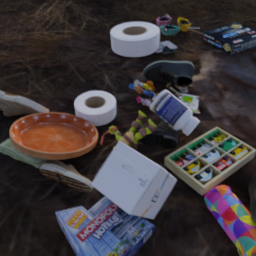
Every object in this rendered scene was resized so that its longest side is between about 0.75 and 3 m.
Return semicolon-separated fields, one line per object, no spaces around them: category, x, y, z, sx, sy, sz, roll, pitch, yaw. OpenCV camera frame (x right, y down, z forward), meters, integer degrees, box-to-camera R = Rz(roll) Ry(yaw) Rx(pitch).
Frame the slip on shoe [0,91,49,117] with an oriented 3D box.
slip on shoe;-4.134;-0.764;10.067;2.681;1.019;0.812;19;83;9

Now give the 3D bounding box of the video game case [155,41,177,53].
video game case;1.798;-4.218;14.573;1.201;0.108;0.860;-18;44;-19

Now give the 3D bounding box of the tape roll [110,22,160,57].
tape roll;0.360;-4.553;14.288;2.503;0.875;2.503;-2;40;2

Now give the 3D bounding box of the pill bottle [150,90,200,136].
pill bottle;1.496;-0.447;8.874;1.484;0.824;0.824;41;53;13

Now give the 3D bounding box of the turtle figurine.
turtle figurine;0.114;0.379;8.549;1.667;0.666;2.067;-44;38;2

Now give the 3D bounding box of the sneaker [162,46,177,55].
sneaker;2.051;-3.888;13.920;0.775;0.444;0.296;-11;0;-11

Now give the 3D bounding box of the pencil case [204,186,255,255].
pencil case;2.533;2.241;6.534;0.822;0.822;1.861;-12;42;-14

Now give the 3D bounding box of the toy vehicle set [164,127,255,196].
toy vehicle set;2.449;0.883;8.353;2.397;0.318;1.490;-26;43;-29

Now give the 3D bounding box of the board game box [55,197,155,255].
board game box;-0.678;2.350;6.538;1.910;0.589;1.911;30;49;29

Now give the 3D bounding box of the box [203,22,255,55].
box;5.611;-4.769;14.828;2.591;0.596;2.060;-22;45;-23

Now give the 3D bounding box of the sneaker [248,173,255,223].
sneaker;3.916;1.724;6.866;1.623;1.083;2.833;32;27;9

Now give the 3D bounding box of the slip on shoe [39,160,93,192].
slip on shoe;-1.655;1.269;7.802;1.705;0.648;0.517;12;47;25

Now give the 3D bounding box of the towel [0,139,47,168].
towel;-3.056;0.561;8.840;1.713;0.313;1.271;18;43;20

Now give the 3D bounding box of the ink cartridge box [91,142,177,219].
ink cartridge box;0.201;1.297;6.667;1.222;1.660;1.201;29;83;29

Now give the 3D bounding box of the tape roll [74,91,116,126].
tape roll;-1.185;-0.736;10.188;1.516;0.530;1.516;0;41;0

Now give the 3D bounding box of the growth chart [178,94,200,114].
growth chart;2.317;-0.944;10.751;0.847;0.104;1.171;7;42;8

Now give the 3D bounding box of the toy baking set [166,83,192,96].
toy baking set;2.108;-1.780;11.693;0.997;0.151;1.299;21;45;23

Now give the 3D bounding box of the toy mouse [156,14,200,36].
toy mouse;2.276;-5.783;15.966;2.427;0.529;2.731;-15;45;-16

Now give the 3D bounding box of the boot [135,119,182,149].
boot;1.091;-0.018;9.399;1.699;0.588;1.479;18;40;10

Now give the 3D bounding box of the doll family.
doll family;0.737;-1.358;10.627;0.944;0.685;1.520;16;32;-32

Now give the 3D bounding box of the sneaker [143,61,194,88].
sneaker;1.601;-2.167;11.456;2.134;0.798;1.134;-4;40;17

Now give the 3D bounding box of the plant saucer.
plant saucer;-2.264;0.245;8.705;2.618;0.423;2.618;8;27;-4
